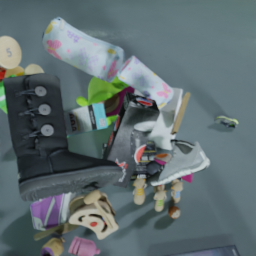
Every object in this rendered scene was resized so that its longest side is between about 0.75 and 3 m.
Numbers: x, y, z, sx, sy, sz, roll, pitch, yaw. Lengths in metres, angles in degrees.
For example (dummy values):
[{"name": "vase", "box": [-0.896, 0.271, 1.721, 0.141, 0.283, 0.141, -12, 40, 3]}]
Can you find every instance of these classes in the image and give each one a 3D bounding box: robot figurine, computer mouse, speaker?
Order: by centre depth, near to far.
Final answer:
[{"name": "computer mouse", "box": [1.067, 1.209, 7.419, 1.660, 0.487, 0.283, 24, 33, -41]}, {"name": "speaker", "box": [-2.867, -0.388, 8.339, 1.063, 2.404, 1.063, -27, 31, 18]}, {"name": "robot figurine", "box": [-0.944, -1.394, 12.490, 2.505, 1.652, 2.856, -27, 38, 14]}]

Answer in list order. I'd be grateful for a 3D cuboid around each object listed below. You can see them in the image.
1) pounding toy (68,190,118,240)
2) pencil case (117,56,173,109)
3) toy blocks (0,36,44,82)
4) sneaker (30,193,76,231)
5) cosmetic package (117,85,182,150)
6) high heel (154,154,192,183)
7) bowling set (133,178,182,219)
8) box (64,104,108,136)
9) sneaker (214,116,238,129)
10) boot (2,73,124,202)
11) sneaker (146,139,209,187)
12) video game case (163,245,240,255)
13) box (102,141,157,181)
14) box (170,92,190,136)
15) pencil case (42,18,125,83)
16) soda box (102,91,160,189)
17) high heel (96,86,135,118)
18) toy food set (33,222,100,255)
[{"name": "pounding toy", "box": [-0.698, 1.790, 5.430, 0.795, 1.390, 0.797, -20, 38, 0]}, {"name": "pencil case", "box": [0.486, -1.238, 7.810, 1.640, 0.744, 0.682, 38, 14, -18]}, {"name": "toy blocks", "box": [-4.232, -1.938, 8.966, 2.510, 2.092, 0.911, 4, 62, 29]}, {"name": "sneaker", "box": [-2.352, 2.120, 8.748, 1.286, 0.818, 2.256, -1, 38, 4]}, {"name": "cosmetic package", "box": [0.883, -0.511, 11.223, 2.209, 1.823, 1.821, 10, 40, 15]}, {"name": "high heel", "box": [0.940, 0.842, 5.955, 0.342, 0.488, 1.017, -27, 20, -36]}, {"name": "bowling set", "box": [1.241, 1.982, 8.689, 1.971, 1.058, 1.372, -24, 44, -27]}, {"name": "box", "box": [-1.177, -0.159, 6.785, 1.442, 0.593, 0.354, -11, 1, 38]}, {"name": "sneaker", "box": [4.225, -0.220, 12.086, 0.980, 0.362, 0.397, 9, 42, 14]}, {"name": "boot", "box": [-1.339, 0.044, 5.704, 2.057, 0.819, 2.495, -2, 57, -33]}, {"name": "sneaker", "box": [0.781, 0.561, 5.014, 1.184, 0.684, 0.444, -24, -1, 16]}, {"name": "video game case", "box": [1.841, 3.920, 6.905, 2.487, 0.236, 1.776, -5, 38, -7]}, {"name": "box", "box": [0.061, 1.186, 10.166, 2.018, 0.495, 1.626, -3, 40, -3]}, {"name": "box", "box": [1.725, -0.432, 9.352, 0.143, 1.101, 1.347, 20, 84, 5]}, {"name": "pencil case", "box": [-1.578, -2.787, 10.026, 2.964, 1.344, 1.232, 30, 26, 13]}, {"name": "soda box", "box": [-0.035, 0.373, 7.478, 0.884, 2.497, 0.791, 16, 27, -12]}, {"name": "high heel", "box": [-0.694, -0.689, 8.523, 0.942, 1.959, 0.660, 25, 30, -40]}, {"name": "toy food set", "box": [-1.402, 3.558, 6.820, 1.711, 0.424, 2.692, -14, 52, -22]}]
